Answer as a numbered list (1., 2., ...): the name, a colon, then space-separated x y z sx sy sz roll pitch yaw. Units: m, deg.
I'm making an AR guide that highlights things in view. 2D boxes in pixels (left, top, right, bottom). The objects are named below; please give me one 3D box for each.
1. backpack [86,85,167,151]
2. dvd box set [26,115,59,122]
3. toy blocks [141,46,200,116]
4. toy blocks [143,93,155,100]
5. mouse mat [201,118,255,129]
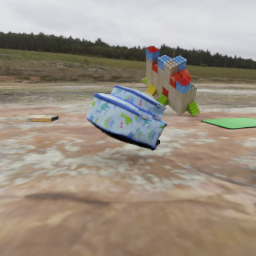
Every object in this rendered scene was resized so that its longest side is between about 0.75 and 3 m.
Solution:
1. backpack: -0.049 -0.261 5.291 1.316 0.967 1.204 17 5 -40
2. dvd box set: -3.039 -0.347 9.995 0.917 0.135 0.671 2 10 10
3. toy blocks: 1.627 -1.946 10.791 1.453 1.988 2.908 -29 54 -19
4. toy blocks: 0.355 -1.076 12.067 1.731 0.754 2.076 7 1 10
5. mouse mat: 3.676 -0.177 9.340 1.997 0.075 1.607 -3 11 -19
